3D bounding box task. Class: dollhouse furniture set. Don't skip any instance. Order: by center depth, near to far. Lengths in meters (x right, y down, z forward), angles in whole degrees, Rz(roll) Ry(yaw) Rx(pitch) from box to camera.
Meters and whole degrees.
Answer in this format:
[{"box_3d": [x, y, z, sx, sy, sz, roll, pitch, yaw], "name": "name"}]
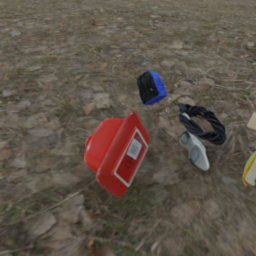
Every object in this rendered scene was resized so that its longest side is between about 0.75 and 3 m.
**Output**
[{"box_3d": [3.919, 0.227, 8.618, 1.138, 2.948, 1.474, 27, 13, 18], "name": "dollhouse furniture set"}]

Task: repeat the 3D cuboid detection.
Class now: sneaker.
[{"box_3d": [2.486, 0.802, 9.965, 0.762, 0.652, 1.749, 16, 37, -29], "name": "sneaker"}]

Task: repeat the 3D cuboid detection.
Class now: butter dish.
[{"box_3d": [-0.545, 0.650, 8.339, 1.630, 2.205, 2.199, 20, 72, 27], "name": "butter dish"}]

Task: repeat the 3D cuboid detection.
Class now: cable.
[{"box_3d": [2.849, -0.131, 10.298, 2.278, 0.579, 1.859, 22, 31, -24], "name": "cable"}]

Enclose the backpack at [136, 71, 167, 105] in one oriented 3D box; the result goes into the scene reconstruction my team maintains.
[{"box_3d": [0.907, -1.572, 10.972, 0.995, 0.964, 1.186, -3, 68, -53], "name": "backpack"}]
